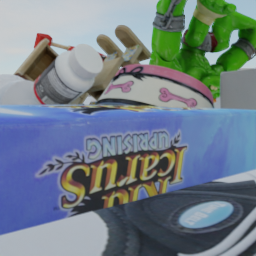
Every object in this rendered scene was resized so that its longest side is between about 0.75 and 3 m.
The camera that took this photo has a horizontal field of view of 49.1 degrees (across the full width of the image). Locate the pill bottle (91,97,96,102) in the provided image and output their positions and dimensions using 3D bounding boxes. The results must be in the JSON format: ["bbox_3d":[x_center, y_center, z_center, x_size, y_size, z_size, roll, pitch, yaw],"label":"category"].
[{"bbox_3d":[-0.448,-1.097,11.569,1.392,1.392,2.446,2,5,21],"label":"pill bottle"}]

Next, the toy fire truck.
[{"bbox_3d":[-1.402,-1.912,7.134,1.623,0.396,1.145,-4,33,-47],"label":"toy fire truck"}]

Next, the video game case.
[{"bbox_3d":[-0.878,0.148,2.114,2.865,0.651,2.597,-4,8,-40],"label":"video game case"}]

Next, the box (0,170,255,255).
[{"bbox_3d":[0.654,0.412,0.146,2.561,0.531,1.525,-1,5,-37],"label":"box"}]

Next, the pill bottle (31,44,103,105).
[{"bbox_3d":[-0.984,-0.800,4.550,1.248,0.691,0.691,-29,-15,40],"label":"pill bottle"}]

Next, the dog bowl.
[{"bbox_3d":[0.410,-0.287,3.854,1.648,0.608,1.648,18,-10,3],"label":"dog bowl"}]

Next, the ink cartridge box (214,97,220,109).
[{"bbox_3d":[3.462,-0.821,9.545,2.113,1.226,2.863,-1,7,0],"label":"ink cartridge box"}]

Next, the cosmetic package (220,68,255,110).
[{"bbox_3d":[2.116,-0.089,2.343,1.347,1.137,2.521,-6,10,-25],"label":"cosmetic package"}]

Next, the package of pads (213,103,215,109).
[{"bbox_3d":[0.859,-0.339,6.465,1.973,0.673,1.524,-10,8,-37],"label":"package of pads"}]

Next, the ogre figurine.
[{"bbox_3d":[1.298,-1.301,4.854,1.355,1.656,2.762,35,28,21],"label":"ogre figurine"}]

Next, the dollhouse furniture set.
[{"bbox_3d":[-1.049,-1.065,5.533,1.486,1.961,2.237,42,-24,-29],"label":"dollhouse furniture set"}]

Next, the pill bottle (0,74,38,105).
[{"bbox_3d":[-2.646,-0.466,5.718,2.154,1.209,1.209,4,7,39],"label":"pill bottle"}]

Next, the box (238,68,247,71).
[{"bbox_3d":[2.952,-0.483,5.673,1.581,1.239,2.541,1,5,17],"label":"box"}]
